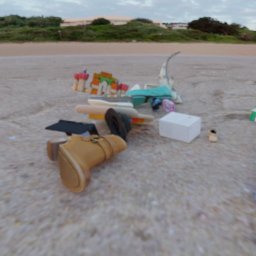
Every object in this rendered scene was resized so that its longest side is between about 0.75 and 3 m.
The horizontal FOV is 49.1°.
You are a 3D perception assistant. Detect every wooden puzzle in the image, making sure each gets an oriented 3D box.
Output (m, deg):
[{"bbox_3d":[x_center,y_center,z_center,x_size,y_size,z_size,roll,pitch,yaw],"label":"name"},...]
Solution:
[{"bbox_3d":[-0.426,-0.420,10.665,2.353,0.474,2.544,6,-3,19],"label":"wooden puzzle"}]

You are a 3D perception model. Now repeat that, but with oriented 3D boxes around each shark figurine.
[{"bbox_3d":[2.270,-2.655,15.433,1.744,2.918,1.218,-8,-6,38],"label":"shark figurine"}]

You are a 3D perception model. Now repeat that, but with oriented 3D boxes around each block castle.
[{"bbox_3d":[-1.426,-2.250,14.474,2.650,1.243,1.771,12,4,-22],"label":"block castle"}]

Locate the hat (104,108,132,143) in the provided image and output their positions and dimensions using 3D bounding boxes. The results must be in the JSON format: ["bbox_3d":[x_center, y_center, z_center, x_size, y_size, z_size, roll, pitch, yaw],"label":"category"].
[{"bbox_3d":[-0.230,-0.123,9.252,0.568,1.408,1.408,-24,27,-23],"label":"hat"}]

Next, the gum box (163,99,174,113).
[{"bbox_3d":[1.944,-1.043,13.393,0.284,0.488,0.860,-9,21,-12],"label":"gum box"}]

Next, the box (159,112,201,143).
[{"bbox_3d":[1.864,-0.040,10.111,1.206,0.642,0.919,16,30,37],"label":"box"}]

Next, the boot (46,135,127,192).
[{"bbox_3d":[-0.919,0.722,7.591,2.039,0.971,2.635,-6,22,-27],"label":"boot"}]

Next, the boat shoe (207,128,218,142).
[{"bbox_3d":[3.068,0.181,10.051,0.380,0.344,1.068,4,19,10],"label":"boat shoe"}]

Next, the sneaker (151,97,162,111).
[{"bbox_3d":[1.217,-1.176,12.927,0.502,0.562,1.371,-16,-9,-3],"label":"sneaker"}]

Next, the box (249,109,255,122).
[{"bbox_3d":[6.417,-0.623,12.149,2.240,0.542,1.314,-18,25,-37],"label":"box"}]

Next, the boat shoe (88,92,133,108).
[{"bbox_3d":[-0.736,-1.175,11.885,1.923,0.575,0.687,5,-16,4],"label":"boat shoe"}]

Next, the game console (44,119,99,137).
[{"bbox_3d":[-1.815,0.213,9.337,1.410,1.240,0.820,8,52,22],"label":"game console"}]

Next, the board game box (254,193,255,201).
[{"bbox_3d":[4.336,1.146,6.825,2.019,0.597,2.655,10,21,27],"label":"board game box"}]

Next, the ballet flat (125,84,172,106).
[{"bbox_3d":[0.792,-1.700,14.189,2.947,0.992,1.037,-6,64,-21],"label":"ballet flat"}]
